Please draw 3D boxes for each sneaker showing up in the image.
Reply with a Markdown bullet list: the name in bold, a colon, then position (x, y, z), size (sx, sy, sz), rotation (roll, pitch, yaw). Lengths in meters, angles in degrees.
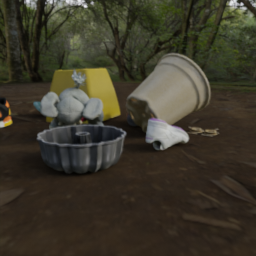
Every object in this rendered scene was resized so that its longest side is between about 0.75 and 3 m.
- **sneaker**: position (-5.454, -0.496, 10.668), size (0.994, 1.278, 2.841), rotation (1, 12, 5)
- **sneaker**: position (1.135, 0.300, 8.450), size (1.732, 0.863, 0.648), rotation (19, -5, -39)

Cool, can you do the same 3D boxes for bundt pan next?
- **bundt pan**: position (-1.131, 0.525, 7.033), size (2.188, 0.821, 2.188), rotation (-1, 12, 0)

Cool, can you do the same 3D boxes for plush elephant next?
- **plush elephant**: position (-1.865, -0.471, 9.383), size (2.038, 2.475, 1.916), rotation (7, 31, -1)

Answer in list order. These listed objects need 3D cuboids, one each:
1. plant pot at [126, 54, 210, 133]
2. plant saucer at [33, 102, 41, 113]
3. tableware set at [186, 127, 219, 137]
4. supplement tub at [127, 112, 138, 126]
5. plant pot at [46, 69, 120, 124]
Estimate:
- **plant pot**: position (1.287, -1.044, 10.306), size (2.311, 2.525, 2.525), rotation (-40, 31, -24)
- **plant saucer**: position (-4.369, -1.033, 14.197), size (0.897, 0.161, 0.897), rotation (42, 13, -12)
- **tableware set**: position (2.808, 0.095, 10.477), size (1.049, 0.210, 0.693), rotation (9, 15, 37)
- **supplement tub**: position (0.455, -0.611, 11.985), size (0.861, 0.861, 1.610), rotation (4, 24, 18)
- **plant pot**: position (-2.093, -1.568, 13.029), size (2.598, 2.292, 2.598), rotation (4, 14, 25)
